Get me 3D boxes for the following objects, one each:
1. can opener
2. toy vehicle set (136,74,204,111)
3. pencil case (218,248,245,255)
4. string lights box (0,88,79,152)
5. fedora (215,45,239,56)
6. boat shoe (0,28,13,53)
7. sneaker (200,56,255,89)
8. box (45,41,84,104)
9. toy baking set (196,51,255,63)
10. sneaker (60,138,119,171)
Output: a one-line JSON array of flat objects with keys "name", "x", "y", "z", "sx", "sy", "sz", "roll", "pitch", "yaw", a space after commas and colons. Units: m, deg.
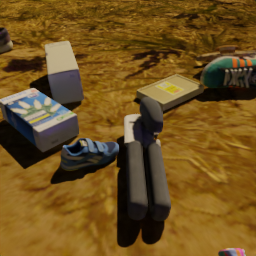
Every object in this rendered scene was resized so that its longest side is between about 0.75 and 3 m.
[{"name": "can opener", "x": 0.350, "y": 0.380, "z": 5.686, "sx": 0.800, "sy": 1.002, "sz": 2.998, "roll": 5, "pitch": 34, "yaw": -5}, {"name": "toy vehicle set", "x": 1.293, "y": -1.122, "z": 8.558, "sx": 1.800, "sy": 0.239, "sz": 1.118, "roll": -25, "pitch": 42, "yaw": -31}, {"name": "pencil case", "x": 1.465, "y": 2.032, "z": 3.634, "sx": 0.392, "sy": 0.392, "sz": 0.886, "roll": -4, "pitch": 55, "yaw": -6}, {"name": "string lights box", "x": -2.264, "y": -0.273, "z": 7.029, "sx": 2.020, "sy": 0.595, "sz": 1.038, "roll": 30, "pitch": 44, "yaw": 36}, {"name": "fedora", "x": 3.513, "y": -2.686, "z": 9.946, "sx": 0.874, "sy": 0.357, "sz": 0.874, "roll": -2, "pitch": 4, "yaw": 0}, {"name": "boat shoe", "x": -6.202, "y": -3.366, "z": 11.184, "sx": 2.980, "sy": 0.966, "sz": 1.072, "roll": -23, "pitch": 41, "yaw": -29}, {"name": "sneaker", "x": 3.578, "y": -1.710, "z": 8.814, "sx": 2.632, "sy": 0.939, "sz": 1.051, "roll": -14, "pitch": 33, "yaw": -21}, {"name": "box", "x": -2.065, "y": -1.822, "z": 8.858, "sx": 0.879, "sy": 1.057, "sz": 2.572, "roll": -12, "pitch": 35, "yaw": -10}, {"name": "toy baking set", "x": 3.916, "y": -2.552, "z": 10.052, "sx": 2.790, "sy": 0.325, "sz": 2.141, "roll": -11, "pitch": 17, "yaw": -24}, {"name": "sneaker", "x": -0.801, "y": 0.493, "z": 5.986, "sx": 1.326, "sy": 0.545, "sz": 0.490, "roll": -14, "pitch": 35, "yaw": -22}]
